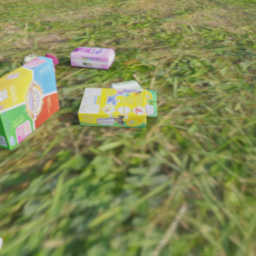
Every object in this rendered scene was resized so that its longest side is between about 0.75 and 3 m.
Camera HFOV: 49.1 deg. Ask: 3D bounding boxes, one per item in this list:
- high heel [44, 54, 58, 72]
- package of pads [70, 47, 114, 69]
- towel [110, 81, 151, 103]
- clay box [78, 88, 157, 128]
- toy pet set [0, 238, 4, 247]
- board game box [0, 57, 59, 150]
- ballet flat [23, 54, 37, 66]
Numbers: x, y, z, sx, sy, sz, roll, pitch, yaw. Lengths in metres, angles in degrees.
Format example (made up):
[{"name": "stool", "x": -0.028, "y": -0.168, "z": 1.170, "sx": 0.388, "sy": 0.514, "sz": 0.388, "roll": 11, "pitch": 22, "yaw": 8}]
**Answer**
[{"name": "high heel", "x": -3.737, "y": -3.360, "z": 13.323, "sx": 0.649, "sy": 0.925, "sz": 1.928, "roll": -4, "pitch": 35, "yaw": -6}, {"name": "package of pads", "x": -1.701, "y": -3.384, "z": 13.535, "sx": 1.917, "sy": 0.725, "sz": 1.155, "roll": 7, "pitch": 33, "yaw": 10}, {"name": "towel", "x": 0.079, "y": -1.393, "z": 11.135, "sx": 1.215, "sy": 0.250, "sz": 1.628, "roll": -13, "pitch": 38, "yaw": -17}, {"name": "clay box", "x": -0.313, "y": -0.716, "z": 9.743, "sx": 2.573, "sy": 0.612, "sz": 1.478, "roll": 3, "pitch": 44, "yaw": 2}, {"name": "toy pet set", "x": -3.544, "y": 2.183, "z": 5.858, "sx": 1.773, "sy": 0.941, "sz": 1.655, "roll": -8, "pitch": 71, "yaw": -6}, {"name": "board game box", "x": -3.248, "y": -0.858, "z": 8.875, "sx": 0.524, "sy": 1.990, "sz": 2.601, "roll": 15, "pitch": 38, "yaw": 17}, {"name": "ballet flat", "x": -4.869, "y": -3.397, "z": 13.845, "sx": 0.346, "sy": 0.384, "sz": 1.019, "roll": 16, "pitch": 39, "yaw": 18}]
